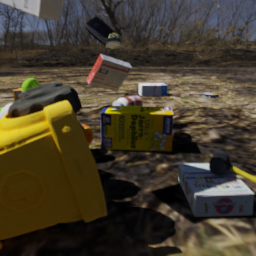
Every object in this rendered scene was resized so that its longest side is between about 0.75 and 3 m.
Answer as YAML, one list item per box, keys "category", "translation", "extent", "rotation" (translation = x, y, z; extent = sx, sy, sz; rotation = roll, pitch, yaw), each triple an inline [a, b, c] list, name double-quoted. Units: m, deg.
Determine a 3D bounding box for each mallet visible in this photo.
- category: "mallet"
  translation: [1.896, 0.812, 4.250]
  extent: [1.430, 0.294, 0.471]
  rotation: [31, 25, 24]

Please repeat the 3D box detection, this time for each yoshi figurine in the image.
- category: "yoshi figurine"
  translation: [-2.157, -0.316, 6.990]
  extent: [2.967, 1.668, 1.661]
  rotation: [9, 1, 38]

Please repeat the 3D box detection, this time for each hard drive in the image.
- category: "hard drive"
  translation: [-0.799, -2.794, 8.117]
  extent: [0.581, 0.862, 0.182]
  rotation: [-47, -3, -26]

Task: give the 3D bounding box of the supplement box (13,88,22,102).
- category: "supplement box"
  translation: [-3.889, -1.398, 12.381]
  extent: [2.139, 0.736, 0.712]
  rotation: [3, 14, 4]

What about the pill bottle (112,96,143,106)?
- category: "pill bottle"
  translation: [-0.034, -0.827, 10.383]
  extent: [0.621, 0.621, 1.107]
  rotation: [14, 21, 43]

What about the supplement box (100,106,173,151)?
- category: "supplement box"
  translation: [0.215, -0.010, 6.759]
  extent: [1.660, 0.904, 0.909]
  rotation: [1, 15, 4]

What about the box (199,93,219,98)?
- category: "box"
  translation: [4.201, -1.697, 14.543]
  extent: [0.568, 0.157, 0.832]
  rotation: [-7, 17, -26]

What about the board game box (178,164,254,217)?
- category: "board game box"
  translation: [1.296, 0.917, 4.362]
  extent: [0.831, 0.362, 1.127]
  rotation: [-1, 14, -1]

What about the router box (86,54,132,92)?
- category: "router box"
  translation: [-0.432, -1.225, 6.384]
  extent: [0.808, 0.725, 0.197]
  rotation: [9, 41, -38]

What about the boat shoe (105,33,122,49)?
- category: "boat shoe"
  translation: [-0.373, -2.222, 7.136]
  extent: [0.390, 0.326, 1.090]
  rotation: [-8, 10, 8]

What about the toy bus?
- category: "toy bus"
  translation: [-1.707, 0.512, 3.959]
  extent: [2.390, 1.689, 2.489]
  rotation: [-22, 20, -15]

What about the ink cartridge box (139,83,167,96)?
- category: "ink cartridge box"
  translation: [1.309, -2.067, 15.069]
  extent: [1.404, 0.594, 1.015]
  rotation: [-3, 16, -6]

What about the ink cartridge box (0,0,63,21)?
- category: "ink cartridge box"
  translation: [-2.361, -3.463, 6.870]
  extent: [1.664, 1.208, 0.694]
  rotation: [29, 27, 28]
